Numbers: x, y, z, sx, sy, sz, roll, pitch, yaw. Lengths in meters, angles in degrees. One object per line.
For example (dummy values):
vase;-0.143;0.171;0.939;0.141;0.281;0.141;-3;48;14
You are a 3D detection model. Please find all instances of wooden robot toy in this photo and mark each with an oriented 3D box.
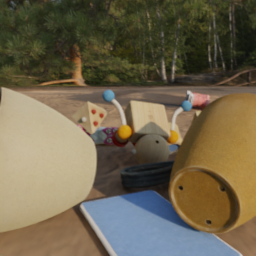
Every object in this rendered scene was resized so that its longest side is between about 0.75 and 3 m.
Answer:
wooden robot toy;0.442;0.295;5.115;2.882;1.270;1.308;6;50;-20

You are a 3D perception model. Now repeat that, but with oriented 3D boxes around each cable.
cable;1.190;0.444;4.435;2.702;0.680;1.312;-1;9;-7

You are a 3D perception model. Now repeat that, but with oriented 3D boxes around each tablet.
tablet;0.209;1.034;2.851;1.036;0.109;1.592;-5;12;-25

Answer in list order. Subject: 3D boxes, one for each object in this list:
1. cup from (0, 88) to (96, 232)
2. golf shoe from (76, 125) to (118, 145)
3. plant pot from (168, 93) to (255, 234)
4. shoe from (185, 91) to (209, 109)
cup;-0.983;0.406;3.114;1.063;1.486;1.486;11;4;-27
golf shoe;-0.770;0.192;6.667;1.313;0.495;0.601;5;-1;2
plant pot;1.096;0.445;3.101;1.386;1.386;1.487;7;21;33
shoe;3.450;-1.361;14.175;1.028;0.807;2.260;12;9;4
